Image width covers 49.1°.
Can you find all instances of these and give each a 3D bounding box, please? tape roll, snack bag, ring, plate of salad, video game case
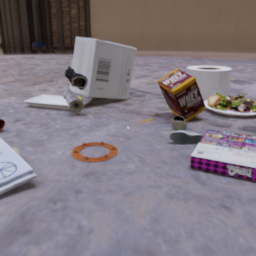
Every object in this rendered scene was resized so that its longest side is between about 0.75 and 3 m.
[{"bbox_3d":[4.282,-2.432,15.111,2.324,1.596,2.324,0,19,0],"label":"tape roll"},{"bbox_3d":[-4.089,1.130,6.607,2.942,0.315,2.774,-24,34,-36],"label":"snack bag"},{"bbox_3d":[-1.014,0.681,8.479,1.403,0.135,1.403,0,19,0],"label":"ring"},{"bbox_3d":[4.908,-1.146,12.830,2.898,0.696,2.898,0,19,0],"label":"plate of salad"},{"bbox_3d":[3.238,0.739,7.803,2.534,0.454,2.297,9,21,24],"label":"video game case"}]

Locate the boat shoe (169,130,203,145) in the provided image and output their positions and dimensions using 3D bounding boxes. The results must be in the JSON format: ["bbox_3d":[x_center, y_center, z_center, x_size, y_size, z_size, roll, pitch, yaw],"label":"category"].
[{"bbox_3d":[1.899,0.301,9.177,1.150,0.424,0.369,2,13,-5],"label":"boat shoe"}]

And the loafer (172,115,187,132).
[{"bbox_3d":[1.933,-0.221,10.401,0.574,0.532,1.527,2,18,5],"label":"loafer"}]

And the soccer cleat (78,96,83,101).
[{"bbox_3d":[-2.350,-1.312,13.312,0.291,0.377,0.900,-10,16,6],"label":"soccer cleat"}]

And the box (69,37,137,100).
[{"bbox_3d":[-1.268,-2.942,14.165,2.715,2.701,1.774,-3,18,-44],"label":"box"}]

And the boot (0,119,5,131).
[{"bbox_3d":[-5.567,-0.100,9.823,1.524,0.728,2.018,15,24,31],"label":"boot"}]

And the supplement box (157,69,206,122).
[{"bbox_3d":[2.166,-1.353,11.429,1.023,1.540,1.519,-32,31,-3],"label":"supplement box"}]

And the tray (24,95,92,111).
[{"bbox_3d":[-3.377,-1.215,13.584,2.904,0.322,1.559,6,20,18],"label":"tray"}]

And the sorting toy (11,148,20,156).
[{"bbox_3d":[-3.737,0.916,7.571,1.561,0.285,1.445,-8,21,-22],"label":"sorting toy"}]

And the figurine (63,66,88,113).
[{"bbox_3d":[-2.430,-1.708,12.229,0.720,1.673,1.633,-2,28,-29],"label":"figurine"}]
